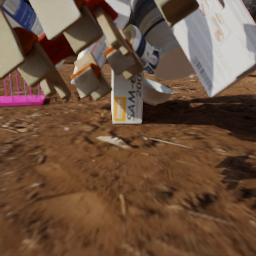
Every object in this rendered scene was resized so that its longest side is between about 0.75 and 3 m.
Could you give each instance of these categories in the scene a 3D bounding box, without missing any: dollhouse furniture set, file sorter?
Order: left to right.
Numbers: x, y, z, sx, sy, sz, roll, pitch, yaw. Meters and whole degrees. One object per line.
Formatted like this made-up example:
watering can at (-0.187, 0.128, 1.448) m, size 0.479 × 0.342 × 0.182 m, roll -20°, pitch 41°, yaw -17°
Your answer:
file sorter at (-4.793, -1.770, 11.859) m, size 2.276 × 1.428 × 1.582 m, roll -3°, pitch 16°, yaw -11°
dollhouse furniture set at (-0.332, -1.224, 3.038) m, size 1.951 × 1.016 × 1.973 m, roll -31°, pitch -9°, yaw 16°

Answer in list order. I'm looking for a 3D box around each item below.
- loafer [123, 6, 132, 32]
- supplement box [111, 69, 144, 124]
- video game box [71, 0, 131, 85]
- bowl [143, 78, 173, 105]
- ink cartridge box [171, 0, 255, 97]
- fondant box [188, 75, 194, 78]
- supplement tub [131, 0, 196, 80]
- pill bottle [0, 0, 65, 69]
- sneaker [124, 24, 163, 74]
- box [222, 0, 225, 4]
loafer at (-0.464, -4.006, 10.366) m, size 1.006 × 2.754 × 0.978 m, roll 30°, pitch -2°, yaw 35°
supplement box at (-0.089, -1.205, 9.519) m, size 0.931 × 1.596 × 2.533 m, roll 0°, pitch 16°, yaw -5°
video game box at (-0.634, -2.878, 7.397) m, size 0.668 × 2.602 × 2.856 m, roll 17°, pitch 54°, yaw -16°
bowl at (0.964, -1.415, 11.464) m, size 1.628 × 0.732 × 1.628 m, roll 19°, pitch 21°, yaw -8°
ink cartridge box at (1.413, -2.118, 4.979) m, size 0.618 × 2.763 × 2.435 m, roll -28°, pitch -5°, yaw -7°
fondant box at (1.613, -3.052, 10.568) m, size 2.388 × 1.723 × 0.696 m, roll 12°, pitch 29°, yaw -11°
supplement tub at (1.276, -3.154, 8.397) m, size 2.055 × 2.928 × 2.055 m, roll -11°, pitch -19°, yaw -4°
pill bottle at (-3.421, -3.022, 8.933) m, size 1.628 × 1.628 × 2.933 m, roll 15°, pitch -17°, yaw 42°
sneaker at (0.303, -1.584, 5.889) m, size 1.039 × 0.671 × 1.915 m, roll 22°, pitch 8°, yaw -13°
box at (2.374, -2.988, 7.403) m, size 0.538 × 2.149 × 0.809 m, roll -26°, pitch 3°, yaw 40°
